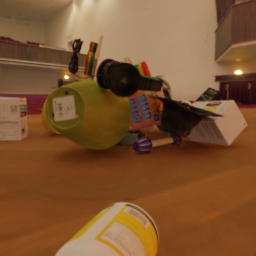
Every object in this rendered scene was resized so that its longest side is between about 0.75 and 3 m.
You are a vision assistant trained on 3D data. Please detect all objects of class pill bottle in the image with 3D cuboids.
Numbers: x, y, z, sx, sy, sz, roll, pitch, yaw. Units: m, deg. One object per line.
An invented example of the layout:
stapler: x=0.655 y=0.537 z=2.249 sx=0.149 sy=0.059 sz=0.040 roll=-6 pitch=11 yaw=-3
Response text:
pill bottle: x=-0.199 y=1.108 z=2.246 sx=0.666 sy=0.666 sz=1.189 roll=2 pitch=7 yaw=20

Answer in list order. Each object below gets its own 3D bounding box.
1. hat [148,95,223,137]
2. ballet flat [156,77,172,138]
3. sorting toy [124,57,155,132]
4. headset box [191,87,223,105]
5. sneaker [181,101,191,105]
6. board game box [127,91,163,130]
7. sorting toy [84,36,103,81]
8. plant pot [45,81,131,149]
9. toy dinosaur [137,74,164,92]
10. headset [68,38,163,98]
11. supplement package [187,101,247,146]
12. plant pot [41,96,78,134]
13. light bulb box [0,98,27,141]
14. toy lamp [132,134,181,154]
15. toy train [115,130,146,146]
hat: x=1.547 y=-0.286 z=8.452 sx=2.424 sy=0.978 sz=2.424 roll=18 pitch=9 yaw=-3
ballet flat: x=1.345 y=-0.839 z=10.936 sx=1.016 sy=2.737 sz=1.016 roll=-10 pitch=-28 yaw=-5
sorting toy: x=0.830 y=-1.638 z=12.864 sx=0.919 sy=2.639 sz=2.623 roll=-19 pitch=-40 yaw=17
headset box: x=3.785 y=-0.887 z=13.490 sx=1.568 sy=1.365 sz=0.727 roll=-43 pitch=44 yaw=-12
sneaker: x=1.896 y=-0.309 z=11.769 sx=1.287 sy=0.708 sz=1.757 roll=-51 pitch=0 yaw=-39
board game box: x=0.630 y=-0.648 z=10.042 sx=1.195 sy=1.196 sz=1.195 roll=-18 pitch=-7 yaw=25
sorting toy: x=-1.201 y=-2.343 z=9.426 sx=0.396 sy=1.137 sz=1.131 roll=13 pitch=-34 yaw=-8
plant pot: x=-1.223 y=-0.413 z=7.762 sx=2.149 sy=2.149 sz=2.297 roll=2 pitch=0 yaw=15
toy dinosaur: x=0.600 y=-1.654 z=11.339 sx=0.604 sy=2.075 sz=1.049 roll=13 pitch=-28 yaw=44
headset: x=-0.249 y=-1.416 z=6.906 sx=2.439 sy=1.146 sz=1.506 roll=3 pitch=16 yaw=-28
supplement package: x=2.877 y=-0.202 z=9.795 sx=1.114 sy=1.073 sz=1.958 roll=-43 pitch=20 yaw=-18
plant pot: x=-2.415 y=-0.525 z=12.169 sx=1.828 sy=1.943 sz=1.943 roll=19 pitch=12 yaw=18
light bulb box: x=-4.895 y=-0.368 z=10.965 sx=1.622 sy=1.636 sz=1.021 roll=0 pitch=6 yaw=-6
toy lamp: x=0.892 y=0.468 z=8.708 sx=1.825 sy=0.531 sz=0.531 roll=-6 pitch=8 yaw=-43
toy train: x=-0.004 y=0.362 z=9.812 sx=1.239 sy=0.528 sz=0.706 roll=3 pitch=19 yaw=5
